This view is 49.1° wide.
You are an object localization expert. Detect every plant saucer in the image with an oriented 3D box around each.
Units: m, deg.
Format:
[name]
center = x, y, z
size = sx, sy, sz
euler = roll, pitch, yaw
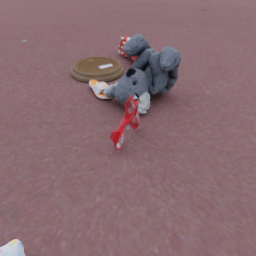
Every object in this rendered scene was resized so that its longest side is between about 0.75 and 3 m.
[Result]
[plant saucer]
center = -1.376, -2.657, 12.475
size = 2.412, 0.355, 2.412
euler = 0, 34, 0

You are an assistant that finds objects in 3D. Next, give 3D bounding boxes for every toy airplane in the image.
[toy airplane]
center = -0.052, -0.171, 7.964
size = 0.329, 1.791, 1.791
euler = 18, 38, 18

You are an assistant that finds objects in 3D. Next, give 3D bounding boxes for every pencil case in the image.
[pencil case]
center = -2.541, 2.469, 4.578
size = 1.733, 0.721, 0.786
euler = -16, 55, -21

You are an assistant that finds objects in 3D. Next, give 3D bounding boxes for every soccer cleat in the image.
[soccer cleat]
center = 0.292, -3.834, 13.841
size = 1.133, 0.913, 2.659
euler = 6, 26, -24

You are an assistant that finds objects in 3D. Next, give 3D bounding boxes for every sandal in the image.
[sandal]
center = -1.086, -1.586, 10.701
size = 0.567, 0.424, 1.480
euler = -10, 40, -33

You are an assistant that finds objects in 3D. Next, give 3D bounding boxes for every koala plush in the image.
[koala plush]
center = 0.442, -1.600, 9.924
size = 2.107, 2.183, 2.376
euler = 29, 65, 28
